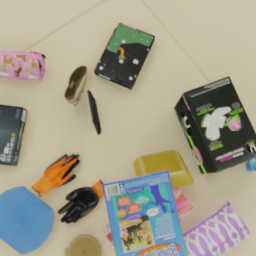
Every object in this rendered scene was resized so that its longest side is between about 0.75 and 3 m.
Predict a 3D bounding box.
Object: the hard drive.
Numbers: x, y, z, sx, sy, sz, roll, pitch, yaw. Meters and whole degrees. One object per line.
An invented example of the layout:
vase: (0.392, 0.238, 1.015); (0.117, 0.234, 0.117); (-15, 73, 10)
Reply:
hard drive: (-0.121, -2.764, 10.735); (1.598, 0.433, 2.288); (23, 80, 5)

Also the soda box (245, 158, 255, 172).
soda box: (4.361, 1.080, 9.977); (0.313, 0.296, 0.924); (-2, 77, -10)

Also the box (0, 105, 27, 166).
box: (-4.690, 0.230, 10.051); (1.680, 0.544, 2.131); (7, 78, 2)

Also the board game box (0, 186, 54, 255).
board game box: (-3.589, 3.084, 9.544); (2.197, 0.428, 1.736); (37, 77, 1)

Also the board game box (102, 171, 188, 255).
board game box: (0.468, 2.740, 8.143); (2.003, 0.592, 2.634); (-11, 81, -3)

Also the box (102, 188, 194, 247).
box: (0.629, 2.928, 9.116); (2.690, 1.273, 1.380); (-38, 81, -7)

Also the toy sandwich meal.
toy sandwich meal: (-1.484, 4.141, 9.336); (1.223, 0.419, 1.223); (1, 76, -3)

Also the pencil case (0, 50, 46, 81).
pencil case: (-4.362, -2.352, 10.312); (2.529, 1.047, 1.094); (4, 91, 2)

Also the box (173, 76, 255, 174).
box: (2.880, 0.027, 9.355); (1.652, 1.974, 2.658); (-20, 79, -4)

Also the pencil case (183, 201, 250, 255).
pencil case: (2.427, 3.599, 8.995); (2.925, 1.228, 1.250); (-31, 87, -6)

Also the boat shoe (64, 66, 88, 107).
boat shoe: (-1.867, -1.537, 10.391); (0.618, 0.657, 1.725); (3, 55, 23)

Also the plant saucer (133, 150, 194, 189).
plant saucer: (1.099, 1.321, 9.298); (1.738, 1.739, 0.421); (-11, 119, -2)

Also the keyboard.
keyboard: (-1.159, -0.502, 9.888); (0.210, 0.982, 1.636); (-15, 50, 0)

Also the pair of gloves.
pair of gloves: (-1.998, 2.087, 9.745); (1.934, 0.268, 2.171); (-41, 85, -11)
